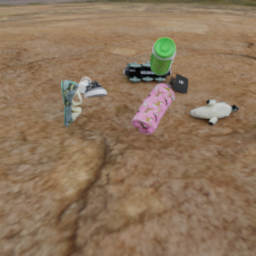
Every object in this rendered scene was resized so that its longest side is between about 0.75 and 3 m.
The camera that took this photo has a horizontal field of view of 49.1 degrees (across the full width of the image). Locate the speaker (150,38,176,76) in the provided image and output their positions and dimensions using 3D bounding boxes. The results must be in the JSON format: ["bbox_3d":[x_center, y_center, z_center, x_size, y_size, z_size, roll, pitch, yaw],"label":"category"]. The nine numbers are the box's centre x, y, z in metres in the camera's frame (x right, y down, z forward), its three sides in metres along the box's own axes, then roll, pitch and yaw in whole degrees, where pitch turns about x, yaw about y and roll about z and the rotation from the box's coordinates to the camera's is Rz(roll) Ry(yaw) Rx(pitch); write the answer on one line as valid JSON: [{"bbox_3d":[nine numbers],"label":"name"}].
[{"bbox_3d":[1.115,-2.295,9.196,0.748,0.748,1.691,1,-9,1],"label":"speaker"}]

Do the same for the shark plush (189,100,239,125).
[{"bbox_3d":[3.661,-0.816,11.569,2.197,0.998,0.915,-21,6,-23],"label":"shark plush"}]

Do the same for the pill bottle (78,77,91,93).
[{"bbox_3d":[-2.164,-2.107,13.872,0.556,0.556,0.955,2,31,4],"label":"pill bottle"}]

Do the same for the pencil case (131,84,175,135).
[{"bbox_3d":[0.868,-0.635,9.436,0.827,0.791,1.911,-15,34,54],"label":"pencil case"}]

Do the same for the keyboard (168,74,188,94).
[{"bbox_3d":[2.572,-2.263,14.496,1.030,0.392,1.979,26,32,-1],"label":"keyboard"}]

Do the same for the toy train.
[{"bbox_3d":[1.015,-3.074,15.119,2.532,1.079,1.443,0,21,0],"label":"toy train"}]

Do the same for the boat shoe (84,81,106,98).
[{"bbox_3d":[-1.269,-1.468,10.545,0.651,0.617,1.861,-4,5,-17],"label":"boat shoe"}]

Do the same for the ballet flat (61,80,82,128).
[{"bbox_3d":[-2.021,-0.789,10.145,0.748,2.015,0.748,4,44,-4],"label":"ballet flat"}]
